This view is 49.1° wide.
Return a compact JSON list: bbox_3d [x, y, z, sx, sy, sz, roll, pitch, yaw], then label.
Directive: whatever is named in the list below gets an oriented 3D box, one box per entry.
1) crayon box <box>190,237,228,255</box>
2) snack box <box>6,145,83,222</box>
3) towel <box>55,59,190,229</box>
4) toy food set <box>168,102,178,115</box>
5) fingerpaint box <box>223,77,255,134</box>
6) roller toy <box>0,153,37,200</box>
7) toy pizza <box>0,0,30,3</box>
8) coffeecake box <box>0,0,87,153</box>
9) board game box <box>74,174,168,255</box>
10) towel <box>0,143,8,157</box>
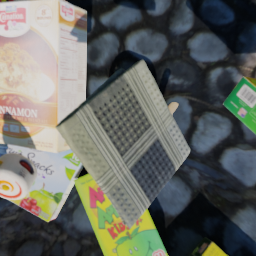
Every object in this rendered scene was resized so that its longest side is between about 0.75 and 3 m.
[{"bbox_3d":[2.527,4.478,7.002,2.858,0.726,1.814,43,80,7],"label":"crayon box"},{"bbox_3d":[-2.743,1.011,7.610,2.692,0.713,1.915,26,80,6],"label":"snack box"},{"bbox_3d":[0.067,0.187,4.461,1.967,0.353,2.043,-44,115,-33],"label":"towel"},{"bbox_3d":[0.388,-0.695,8.042,1.888,0.617,1.111,28,106,6],"label":"toy food set"},{"bbox_3d":[3.322,-0.084,5.789,1.755,0.772,2.104,-1,43,-40],"label":"fingerpaint box"},{"bbox_3d":[-2.050,0.872,4.946,0.744,0.816,0.570,11,36,1],"label":"roller toy"},{"bbox_3d":[-2.607,-3.243,6.184,2.004,2.004,0.318,-38,70,-6],"label":"toy pizza"},{"bbox_3d":[-1.958,-1.020,5.641,2.059,0.980,2.682,7,100,23],"label":"coffeecake box"},{"bbox_3d":[-0.173,2.416,7.399,1.464,0.686,2.882,-24,81,-4],"label":"board game box"},{"bbox_3d":[-3.504,-0.418,6.414,0.586,1.347,2.414,-21,80,27],"label":"towel"}]
